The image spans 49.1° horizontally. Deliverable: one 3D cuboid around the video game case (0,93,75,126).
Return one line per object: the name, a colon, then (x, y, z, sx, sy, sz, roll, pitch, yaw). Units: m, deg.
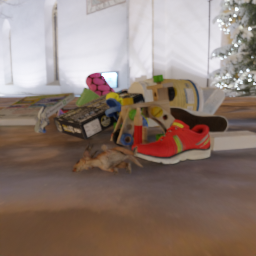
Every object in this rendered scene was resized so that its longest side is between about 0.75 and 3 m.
video game case: (-4.152, -0.805, 11.920, 2.927, 0.323, 2.665, -1, 28, 26)

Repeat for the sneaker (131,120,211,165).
sneaker: (0.944, 0.267, 6.143, 2.083, 0.885, 0.802, -5, 10, -31)

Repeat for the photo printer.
photo printer: (3.202, -1.073, 12.854, 0.725, 1.736, 2.086, 39, -6, -21)

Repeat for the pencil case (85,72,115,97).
pencil case: (-1.093, -1.645, 12.357, 0.997, 0.966, 2.129, -36, 54, -1)

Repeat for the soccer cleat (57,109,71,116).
soccer cleat: (-2.294, -0.512, 12.229, 0.622, 0.667, 1.823, 10, 12, 42)

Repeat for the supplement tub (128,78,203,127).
supplement tub: (1.478, -1.039, 11.423, 2.674, 1.934, 1.934, -3, 9, -26)

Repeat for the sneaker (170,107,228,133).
sneaker: (2.126, -0.196, 9.838, 2.452, 0.893, 1.038, 11, 4, 3)

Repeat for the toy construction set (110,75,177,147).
toy construction set: (0.485, -0.451, 7.457, 2.104, 1.938, 2.522, 1, 9, 6)

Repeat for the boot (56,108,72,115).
boot: (-2.882, -0.833, 13.214, 1.290, 1.173, 0.468, 6, 39, 35)

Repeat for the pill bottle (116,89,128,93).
pill bottle: (-0.383, -1.627, 16.289, 2.003, 1.089, 1.089, -21, 1, 19)

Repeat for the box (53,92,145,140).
box: (-1.017, -0.531, 9.822, 2.619, 0.643, 2.111, -30, 25, -31)

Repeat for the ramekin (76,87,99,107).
ramekin: (-1.427, -0.905, 12.035, 1.691, 0.826, 1.691, 36, -3, 2)

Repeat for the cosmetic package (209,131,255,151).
cosmetic package: (2.757, 0.335, 7.468, 1.468, 0.372, 0.606, -2, 9, -16)

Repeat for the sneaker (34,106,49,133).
sneaker: (-2.912, -0.280, 9.737, 0.431, 1.013, 0.390, 19, 17, 0)

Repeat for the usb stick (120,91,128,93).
usb stick: (-1.196, -1.184, 14.158, 2.682, 0.437, 0.744, -24, 7, 10)

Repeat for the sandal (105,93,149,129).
sandal: (-0.101, -0.355, 8.674, 1.628, 0.709, 0.647, 33, -36, -8)

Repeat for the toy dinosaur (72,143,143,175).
toy dinosaur: (-0.364, 0.570, 5.429, 1.311, 0.563, 0.888, 1, 0, -34)
